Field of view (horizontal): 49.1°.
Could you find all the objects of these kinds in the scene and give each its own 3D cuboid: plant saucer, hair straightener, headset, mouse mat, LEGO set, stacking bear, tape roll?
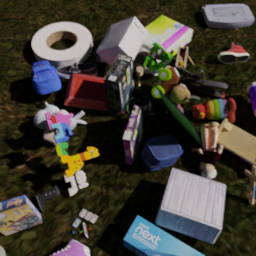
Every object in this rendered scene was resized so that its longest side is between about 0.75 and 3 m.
[{"bbox_3d":[-1.685,-1.621,12.009,1.859,0.341,1.855,7,51,-8],"label":"plant saucer"},{"bbox_3d":[3.059,-2.163,12.311,2.663,1.025,0.545,22,42,18],"label":"hair straightener"},{"bbox_3d":[0.526,-1.051,11.643,1.007,0.766,1.630,21,54,11],"label":"headset"},{"bbox_3d":[1.895,-0.382,10.196,0.098,2.612,2.102,-40,63,3],"label":"mouse mat"},{"bbox_3d":[-1.757,0.714,9.444,1.218,1.132,2.969,-17,90,-21],"label":"LEGO set"},{"bbox_3d":[3.427,-0.701,11.402,1.570,0.953,0.893,-6,37,6],"label":"stacking bear"},{"bbox_3d":[-1.438,3.156,9.135,0.630,0.207,0.843,17,54,25],"label":"LEGO set"},{"bbox_3d":[-3.260,-4.161,13.977,3.008,0.550,3.008,0,55,-1],"label":"tape roll"}]

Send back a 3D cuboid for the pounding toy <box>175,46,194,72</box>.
[{"bbox_3d":[2.711,-3.280,13.150,0.903,0.900,1.573,9,56,6],"label":"pounding toy"}]

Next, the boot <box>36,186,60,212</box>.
[{"bbox_3d":[-2.685,2.413,9.569,0.782,0.257,0.645,-21,59,-20],"label":"boot"}]

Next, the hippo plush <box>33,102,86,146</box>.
[{"bbox_3d":[-2.851,-0.421,10.798,1.482,1.468,1.843,36,63,22],"label":"hippo plush"}]

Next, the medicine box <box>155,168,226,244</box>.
[{"bbox_3d":[2.009,2.429,8.887,1.853,0.954,1.688,17,43,11],"label":"medicine box"}]

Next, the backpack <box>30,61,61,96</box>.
[{"bbox_3d":[-3.586,-2.095,11.947,1.202,1.241,1.479,-22,36,-7],"label":"backpack"}]

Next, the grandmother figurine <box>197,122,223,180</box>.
[{"bbox_3d":[2.905,0.866,10.132,0.607,1.215,2.004,8,76,-15],"label":"grandmother figurine"}]

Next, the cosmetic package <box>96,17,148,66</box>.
[{"bbox_3d":[-0.285,-3.780,12.414,1.656,1.021,1.661,5,62,49],"label":"cosmetic package"}]

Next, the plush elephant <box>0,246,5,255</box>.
[{"bbox_3d":[-4.119,3.982,7.670,1.948,1.508,1.605,32,61,21],"label":"plush elephant"}]

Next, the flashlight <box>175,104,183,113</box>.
[{"bbox_3d":[2.151,-1.017,11.890,0.369,0.370,1.090,15,54,-9],"label":"flashlight"}]

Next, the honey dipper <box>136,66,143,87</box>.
[{"bbox_3d":[0.453,-2.125,11.987,0.292,1.538,0.292,0,72,-1],"label":"honey dipper"}]

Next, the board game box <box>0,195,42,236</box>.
[{"bbox_3d":[-3.421,2.670,8.426,1.211,1.788,0.309,-16,57,-12],"label":"board game box"}]

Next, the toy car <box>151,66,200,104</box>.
[{"bbox_3d":[2.070,-1.559,11.390,1.833,1.446,1.506,25,18,13],"label":"toy car"}]

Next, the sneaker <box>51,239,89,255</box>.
[{"bbox_3d":[-2.013,3.852,8.378,1.738,0.630,0.991,6,49,-6],"label":"sneaker"}]

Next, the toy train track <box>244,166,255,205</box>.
[{"bbox_3d":[4.194,1.892,9.266,0.235,1.447,0.830,-11,24,-13],"label":"toy train track"}]

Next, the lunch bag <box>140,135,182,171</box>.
[{"bbox_3d":[1.132,0.949,10.125,1.378,0.911,0.936,-10,56,-25],"label":"lunch bag"}]

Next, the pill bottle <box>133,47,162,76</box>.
[{"bbox_3d":[0.746,-3.117,12.992,1.717,0.951,0.951,36,62,24],"label":"pill bottle"}]

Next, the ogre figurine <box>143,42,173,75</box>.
[{"bbox_3d":[1.173,-2.907,11.788,0.854,1.044,1.742,12,31,-48],"label":"ogre figurine"}]

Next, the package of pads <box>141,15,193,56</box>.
[{"bbox_3d":[1.646,-4.420,13.954,2.006,0.885,2.596,35,62,22],"label":"package of pads"}]

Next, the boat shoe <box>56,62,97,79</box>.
[{"bbox_3d":[-2.395,-2.717,12.896,1.945,0.659,0.698,2,55,1],"label":"boat shoe"}]

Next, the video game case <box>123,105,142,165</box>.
[{"bbox_3d":[0.195,0.284,10.172,0.301,1.680,1.523,11,56,12],"label":"video game case"}]

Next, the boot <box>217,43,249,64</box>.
[{"bbox_3d":[4.963,-3.731,13.696,1.581,0.573,1.141,-4,54,-13],"label":"boot"}]

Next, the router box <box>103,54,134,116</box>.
[{"bbox_3d":[-0.308,-1.688,11.347,0.628,2.021,1.515,16,57,14],"label":"router box"}]

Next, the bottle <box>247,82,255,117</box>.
[{"bbox_3d":[5.527,-0.770,11.263,0.785,1.004,2.404,-7,57,-8],"label":"bottle"}]

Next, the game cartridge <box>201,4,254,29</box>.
[{"bbox_3d":[5.477,-6.155,15.447,2.573,0.521,1.715,-2,51,-2],"label":"game cartridge"}]

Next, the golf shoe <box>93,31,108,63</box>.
[{"bbox_3d":[-0.845,-3.997,13.766,1.026,0.844,2.172,21,68,10],"label":"golf shoe"}]

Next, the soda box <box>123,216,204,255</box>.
[{"bbox_3d":[1.146,3.720,8.281,2.553,0.819,0.866,26,59,18],"label":"soda box"}]

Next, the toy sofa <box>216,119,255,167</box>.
[{"bbox_3d":[4.334,0.703,10.453,2.310,1.127,0.957,33,86,21],"label":"toy sofa"}]
